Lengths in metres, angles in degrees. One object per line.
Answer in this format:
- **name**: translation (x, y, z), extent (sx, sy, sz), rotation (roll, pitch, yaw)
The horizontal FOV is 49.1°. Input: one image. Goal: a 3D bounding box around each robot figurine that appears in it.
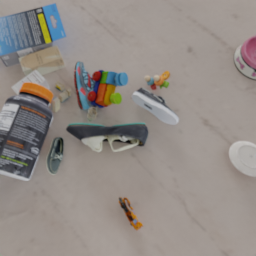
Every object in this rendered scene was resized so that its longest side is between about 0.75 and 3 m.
- **robot figurine**: translation (0.053, 2.539, 8.401), extent (0.317, 0.789, 1.088), rotation (-29, 70, -8)

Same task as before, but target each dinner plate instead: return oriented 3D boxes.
- **dinner plate**: translation (4.006, 0.974, 9.228), extent (1.349, 0.163, 1.349), rotation (5, 54, -7)

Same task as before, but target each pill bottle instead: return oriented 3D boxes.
- **pill bottle**: translation (-3.386, 0.056, 8.945), extent (1.577, 1.577, 2.969), rotation (15, 73, 6)

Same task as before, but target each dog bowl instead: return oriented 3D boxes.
- **dog bowl**: translation (5.031, -2.729, 10.651), extent (1.811, 0.668, 1.811), rotation (0, 68, -1)

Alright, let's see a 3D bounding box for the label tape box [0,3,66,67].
- **label tape box**: translation (-3.776, -3.623, 10.924), extent (2.559, 0.810, 1.845), rotation (-17, 69, -7)

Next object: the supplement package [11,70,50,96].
- **supplement package**: translation (-3.509, -1.448, 10.149), extent (1.083, 0.633, 0.635), rotation (-41, 74, -15)

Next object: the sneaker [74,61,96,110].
- **sneaker**: translation (-1.486, -1.554, 10.254), extent (0.898, 0.745, 1.880), rotation (-7, 75, -17)

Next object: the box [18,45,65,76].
- **box**: translation (-3.238, -2.469, 10.581), extent (1.512, 0.588, 0.718), rotation (-24, 70, -10)

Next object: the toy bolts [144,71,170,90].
- **toy bolts**: translation (1.018, -1.799, 10.095), extent (0.589, 0.849, 0.811), rotation (35, 62, -34)

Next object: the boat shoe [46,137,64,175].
- **boat shoe**: translation (-2.376, 0.892, 9.248), extent (0.467, 0.396, 1.283), rotation (23, 58, -36)

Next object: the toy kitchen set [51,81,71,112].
- **toy kitchen set**: translation (-2.598, -1.159, 10.195), extent (0.726, 0.534, 0.906), rotation (34, 52, 13)

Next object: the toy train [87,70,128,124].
- **toy train**: translation (-0.717, -0.928, 9.483), extent (1.198, 0.877, 2.071), rotation (6, 81, 42)

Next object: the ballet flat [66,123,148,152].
- **ballet flat**: translation (-0.691, 0.323, 9.302), extent (2.766, 1.011, 1.011), rotation (0, 68, -3)

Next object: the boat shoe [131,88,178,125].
- **boat shoe**: translation (1.043, -0.820, 9.881), extent (1.907, 0.684, 0.646), rotation (33, 64, 23)
